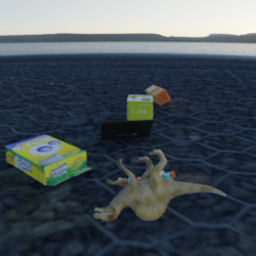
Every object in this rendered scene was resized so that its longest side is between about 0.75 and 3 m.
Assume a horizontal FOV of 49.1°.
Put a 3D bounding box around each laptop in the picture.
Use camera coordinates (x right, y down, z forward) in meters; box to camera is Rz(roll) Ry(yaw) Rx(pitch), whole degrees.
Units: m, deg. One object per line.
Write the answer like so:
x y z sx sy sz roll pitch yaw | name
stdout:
-0.131 -0.217 10.485 1.826 1.950 1.130 -4 62 -6 | laptop

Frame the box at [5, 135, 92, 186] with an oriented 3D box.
-2.378 0.912 8.329 2.510 0.607 1.473 18 26 37 | box

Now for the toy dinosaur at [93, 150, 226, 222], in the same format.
0.568 1.292 6.279 2.852 1.442 0.830 -10 -15 -11 | toy dinosaur

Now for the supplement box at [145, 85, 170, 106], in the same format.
1.569 -1.801 15.236 0.683 0.661 1.986 -32 20 0 | supplement box

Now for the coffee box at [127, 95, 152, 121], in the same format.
0.523 -0.785 12.287 1.087 1.089 1.077 2 19 4 | coffee box

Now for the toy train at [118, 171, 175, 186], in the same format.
0.470 1.362 6.924 1.403 0.390 1.054 -19 -19 41 | toy train
